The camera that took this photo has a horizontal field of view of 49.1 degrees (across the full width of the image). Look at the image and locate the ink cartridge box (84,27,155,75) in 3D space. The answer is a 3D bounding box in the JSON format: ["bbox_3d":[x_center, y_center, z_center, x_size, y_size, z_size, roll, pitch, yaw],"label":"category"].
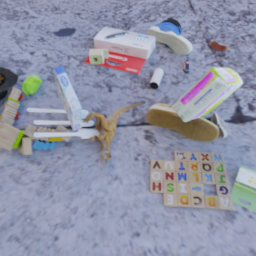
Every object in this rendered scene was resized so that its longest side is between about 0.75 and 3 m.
[{"bbox_3d":[-0.359,-3.699,13.145,2.738,0.612,2.412,15,49,13],"label":"ink cartridge box"}]

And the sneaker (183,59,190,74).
[{"bbox_3d":[2.614,-2.754,12.478,0.283,0.331,0.806,2,48,2],"label":"sneaker"}]

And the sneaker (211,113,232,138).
[{"bbox_3d":[3.357,-0.080,10.123,0.454,0.413,1.106,0,53,-20],"label":"sneaker"}]

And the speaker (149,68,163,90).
[{"bbox_3d":[1.203,-2.068,11.819,0.405,0.405,0.997,13,50,11],"label":"speaker"}]

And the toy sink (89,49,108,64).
[{"bbox_3d":[-1.313,-3.200,12.628,0.818,0.533,0.458,-1,54,1],"label":"toy sink"}]

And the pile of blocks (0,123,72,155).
[{"bbox_3d":[-3.161,0.357,9.566,2.484,1.020,0.772,2,5,-10],"label":"pile of blocks"}]

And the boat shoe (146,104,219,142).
[{"bbox_3d":[1.942,-0.306,9.859,2.552,0.941,0.883,20,34,4],"label":"boat shoe"}]

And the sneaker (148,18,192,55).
[{"bbox_3d":[2.347,-4.557,13.639,1.440,0.993,2.588,-41,53,-20],"label":"sneaker"}]

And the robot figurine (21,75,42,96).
[{"bbox_3d":[-3.933,-1.776,11.439,0.866,0.571,0.987,-11,43,30],"label":"robot figurine"}]

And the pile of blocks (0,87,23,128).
[{"bbox_3d":[-4.399,-0.668,10.569,0.585,0.772,1.882,29,50,-32],"label":"pile of blocks"}]

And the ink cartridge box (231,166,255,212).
[{"bbox_3d":[3.650,1.817,8.439,0.889,0.293,1.222,22,50,19],"label":"ink cartridge box"}]

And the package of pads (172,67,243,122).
[{"bbox_3d":[2.526,-1.080,8.658,0.759,1.720,2.227,52,30,13],"label":"package of pads"}]

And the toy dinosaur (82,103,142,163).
[{"bbox_3d":[-0.708,-0.095,9.924,1.573,0.895,2.962,33,51,-17],"label":"toy dinosaur"}]

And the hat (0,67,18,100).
[{"bbox_3d":[-5.434,-1.516,11.014,2.254,0.909,2.254,5,40,-4],"label":"hat"}]

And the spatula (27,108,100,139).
[{"bbox_3d":[-2.202,-0.176,9.661,2.361,0.190,1.641,0,46,-35],"label":"spatula"}]

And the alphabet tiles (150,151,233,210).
[{"bbox_3d":[1.901,1.555,8.780,2.417,0.091,2.020,3,48,3],"label":"alphabet tiles"}]

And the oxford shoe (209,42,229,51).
[{"bbox_3d":[4.428,-3.937,13.608,0.976,0.345,0.360,35,31,28],"label":"oxford shoe"}]

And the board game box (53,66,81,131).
[{"bbox_3d":[-1.865,-0.871,8.732,0.330,1.521,1.513,-20,73,-17],"label":"board game box"}]
